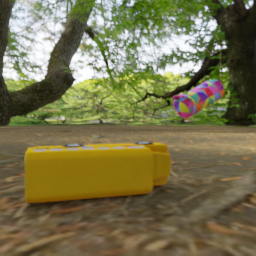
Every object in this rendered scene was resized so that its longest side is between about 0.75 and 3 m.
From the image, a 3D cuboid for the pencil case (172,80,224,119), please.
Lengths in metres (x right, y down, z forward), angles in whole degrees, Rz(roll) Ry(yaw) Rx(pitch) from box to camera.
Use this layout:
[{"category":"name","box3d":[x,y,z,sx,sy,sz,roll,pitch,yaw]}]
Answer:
[{"category":"pencil case","box3d":[2.819,-1.203,11.123,2.330,1.030,1.030,-26,17,-36]}]

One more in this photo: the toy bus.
[{"category":"toy bus","box3d":[-0.414,0.682,4.682,2.424,0.789,0.949,-1,2,-16]}]
